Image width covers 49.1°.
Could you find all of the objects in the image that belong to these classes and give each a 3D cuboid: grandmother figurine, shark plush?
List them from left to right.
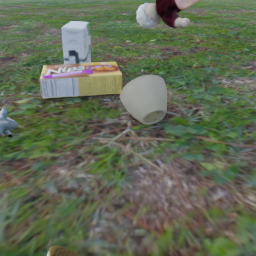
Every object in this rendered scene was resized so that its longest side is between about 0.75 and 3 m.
[{"bbox_3d":[-1.969,-0.004,4.441,0.415,0.380,0.912,-48,24,-2],"label":"shark plush"},{"bbox_3d":[1.437,-3.670,8.007,2.978,1.806,0.902,-15,-20,42],"label":"grandmother figurine"}]

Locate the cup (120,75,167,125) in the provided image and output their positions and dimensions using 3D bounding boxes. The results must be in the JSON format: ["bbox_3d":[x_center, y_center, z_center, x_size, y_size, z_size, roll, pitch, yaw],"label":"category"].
[{"bbox_3d":[0.583,-0.705,8.182,1.408,1.408,1.007,-11,61,-18],"label":"cup"}]

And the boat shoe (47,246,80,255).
[{"bbox_3d":[-0.643,2.293,3.284,0.850,0.753,2.323,31,-2,-27],"label":"boat shoe"}]

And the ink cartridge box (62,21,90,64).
[{"bbox_3d":[-2.077,-3.172,11.536,0.864,2.081,1.525,4,31,1],"label":"ink cartridge box"}]

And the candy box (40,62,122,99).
[{"bbox_3d":[-1.747,-1.830,10.473,2.832,0.800,1.653,-4,30,-9],"label":"candy box"}]
